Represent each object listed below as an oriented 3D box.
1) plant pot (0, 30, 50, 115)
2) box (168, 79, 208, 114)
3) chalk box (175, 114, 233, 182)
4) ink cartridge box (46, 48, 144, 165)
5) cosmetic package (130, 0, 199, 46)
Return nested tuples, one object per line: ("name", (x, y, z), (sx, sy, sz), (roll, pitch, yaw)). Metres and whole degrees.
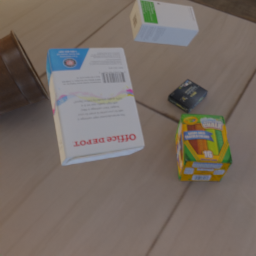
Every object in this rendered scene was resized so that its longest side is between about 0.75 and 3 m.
("plant pot", (-5.075, -1.799, 10.923), (2.931, 2.961, 2.961), (-28, 59, -8))
("box", (2.547, -1.369, 11.964), (1.103, 0.357, 1.399), (39, 63, 23))
("chalk box", (2.546, 0.479, 9.937), (1.534, 1.523, 2.457), (1, 55, 0))
("ink cartridge box", (-0.988, -0.595, 7.855), (2.161, 1.266, 2.991), (-7, 76, -22))
("cosmetic package", (1.412, -4.159, 11.177), (2.437, 1.034, 1.311), (-2, 68, -19))
